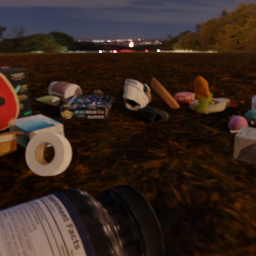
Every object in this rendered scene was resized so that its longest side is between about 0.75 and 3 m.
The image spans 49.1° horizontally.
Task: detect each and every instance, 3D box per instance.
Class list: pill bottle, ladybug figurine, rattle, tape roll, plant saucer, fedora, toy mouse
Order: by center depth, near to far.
[{"bbox_3d":[-1.097,1.721,3.354,2.975,1.664,1.664,-12,23,-32],"label":"pill bottle"},{"bbox_3d":[-2.036,0.661,7.162,1.120,1.120,0.392,6,-5,16],"label":"tape roll"},{"bbox_3d":[-4.504,-0.983,8.001,2.917,1.980,1.049,34,-5,-12],"label":"ladybug figurine"},{"bbox_3d":[-3.751,0.514,8.171,1.450,0.592,1.450,-13,-3,-1],"label":"fedora"},{"bbox_3d":[4.715,-0.296,10.848,2.658,0.514,2.363,-8,20,-17],"label":"toy mouse"},{"bbox_3d":[4.075,-1.628,13.125,2.444,1.746,1.591,-13,5,-19],"label":"rattle"},{"bbox_3d":[1.693,-1.579,13.362,0.352,1.880,1.880,-42,20,7],"label":"plant saucer"},{"bbox_3d":[-3.322,-1.843,14.576,1.052,1.052,1.843,-17,26,-41],"label":"pill bottle"}]

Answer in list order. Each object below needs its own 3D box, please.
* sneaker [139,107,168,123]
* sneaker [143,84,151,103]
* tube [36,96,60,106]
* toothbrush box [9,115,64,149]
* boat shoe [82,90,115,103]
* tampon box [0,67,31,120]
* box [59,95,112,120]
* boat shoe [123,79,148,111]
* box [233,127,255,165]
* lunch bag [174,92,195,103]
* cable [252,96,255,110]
[{"bbox_3d":[0.927,-0.546,11.655,1.332,0.509,0.763,20,20,32],"label":"sneaker"},{"bbox_3d":[0.843,-2.017,15.419,0.847,0.821,2.319,-3,19,-9],"label":"sneaker"},{"bbox_3d":[-4.139,-1.448,14.457,1.735,0.451,0.504,14,-15,47],"label":"tube"},{"bbox_3d":[-3.089,0.128,9.407,1.204,0.701,1.644,-18,26,-40],"label":"toothbrush box"},{"bbox_3d":[-1.622,-1.591,14.401,1.901,0.682,0.720,4,19,10],"label":"boat shoe"},{"bbox_3d":[-5.182,-1.421,11.747,1.317,2.087,1.564,11,21,29],"label":"tampon box"},{"bbox_3d":[-1.831,-0.970,12.784,1.948,0.564,2.450,1,19,3],"label":"box"},{"bbox_3d":[0.217,-1.236,12.380,1.040,0.924,2.828,17,-9,16],"label":"boat shoe"},{"bbox_3d":[4.021,0.643,7.645,2.049,0.842,0.701,14,33,39],"label":"box"},{"bbox_3d":[2.924,-1.634,14.878,0.975,0.454,1.107,14,24,36],"label":"lunch bag"},{"bbox_3d":[6.665,-0.877,12.113,2.480,0.859,2.480,-2,19,-1],"label":"cable"}]
